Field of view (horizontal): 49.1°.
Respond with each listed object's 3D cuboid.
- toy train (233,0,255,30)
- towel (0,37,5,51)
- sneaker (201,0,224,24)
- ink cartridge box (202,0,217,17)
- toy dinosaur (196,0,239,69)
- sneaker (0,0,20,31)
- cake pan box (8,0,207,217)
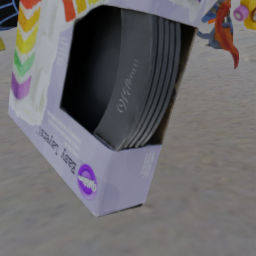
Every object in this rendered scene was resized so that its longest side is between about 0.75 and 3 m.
[{"bbox_3d":[3.088,-2.724,5.611,2.403,1.805,0.668,20,12,-38],"label":"toy train"},{"bbox_3d":[-4.133,-2.650,8.257,0.691,0.962,0.110,-20,30,-7],"label":"towel"},{"bbox_3d":[1.986,-4.427,8.614,2.581,1.012,0.972,38,76,0],"label":"sneaker"},{"bbox_3d":[0.608,-2.485,4.568,2.147,0.505,2.122,-48,54,4],"label":"ink cartridge box"},{"bbox_3d":[2.445,-2.436,6.943,2.185,1.147,1.983,38,20,-6],"label":"toy dinosaur"},{"bbox_3d":[-1.441,-2.697,5.229,2.986,1.047,1.163,-42,56,-15],"label":"sneaker"},{"bbox_3d":[-0.403,-0.645,2.538,0.578,2.037,2.212,-5,29,-40],"label":"cake pan box"}]
